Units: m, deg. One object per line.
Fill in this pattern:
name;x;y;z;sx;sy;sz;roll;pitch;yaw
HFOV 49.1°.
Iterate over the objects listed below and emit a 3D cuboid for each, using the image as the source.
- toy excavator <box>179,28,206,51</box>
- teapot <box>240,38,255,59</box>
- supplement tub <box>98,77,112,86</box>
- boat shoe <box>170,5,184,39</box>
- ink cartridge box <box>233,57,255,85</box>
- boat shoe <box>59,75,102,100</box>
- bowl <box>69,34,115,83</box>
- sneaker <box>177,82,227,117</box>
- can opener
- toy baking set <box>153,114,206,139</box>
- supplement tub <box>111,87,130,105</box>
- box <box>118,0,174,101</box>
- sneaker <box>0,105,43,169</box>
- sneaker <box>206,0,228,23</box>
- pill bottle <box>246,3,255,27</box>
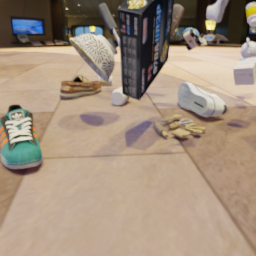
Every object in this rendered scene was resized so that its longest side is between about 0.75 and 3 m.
toy excavator;1.786;-2.354;7.405;0.407;0.792;0.814;-26;28;40
teapot;5.591;-3.522;12.883;0.894;0.883;0.653;36;35;8
supplement tub;-1.350;-2.792;16.608;0.779;0.566;0.566;-4;21;-10
boat shoe;1.586;-4.021;11.286;0.742;1.961;0.704;50;35;18
ink cartridge box;4.003;-1.905;9.453;0.639;0.628;0.869;4;36;39
boat shoe;-2.352;-2.191;14.360;1.053;0.999;2.782;12;24;30
bowl;-1.069;-2.649;9.947;0.931;1.983;1.983;-42;29;-3
sneaker;2.987;-1.111;11.725;1.060;1.093;2.994;9;23;-18
can opener;-0.943;-4.647;13.280;0.837;2.505;0.668;-25;-11;-4
toy baking set;1.706;-0.031;9.722;1.630;0.247;2.124;-2;21;-15
supplement tub;-0.335;-1.459;12.792;0.722;0.722;0.993;7;22;17
box;0.580;-2.647;8.313;0.675;2.932;2.331;21;54;18
sneaker;-3.095;0.146;7.818;1.047;1.172;2.934;-10;23;-25
sneaker;2.938;-4.099;9.321;0.382;1.038;0.600;-2;28;-39
pill bottle;4.841;-4.353;10.830;0.483;0.884;0.483;4;-23;2
